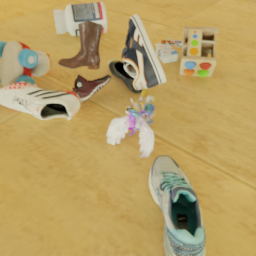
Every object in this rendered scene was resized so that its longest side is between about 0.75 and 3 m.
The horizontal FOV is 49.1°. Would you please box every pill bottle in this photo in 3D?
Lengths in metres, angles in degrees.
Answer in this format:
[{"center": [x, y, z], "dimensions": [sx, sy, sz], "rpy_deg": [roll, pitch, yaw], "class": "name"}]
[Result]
[{"center": [-2.423, -5.491, 14.230], "dimensions": [2.518, 1.506, 1.506], "rpy_deg": [-9, 43, -10], "class": "pill bottle"}]

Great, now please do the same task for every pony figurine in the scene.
[{"center": [0.262, -0.216, 8.463], "dimensions": [1.524, 1.766, 1.830], "rpy_deg": [16, 24, 17], "class": "pony figurine"}]

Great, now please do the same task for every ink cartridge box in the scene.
[{"center": [1.712, -3.442, 12.787], "dimensions": [0.689, 0.397, 1.190], "rpy_deg": [-12, 43, -13], "class": "ink cartridge box"}]

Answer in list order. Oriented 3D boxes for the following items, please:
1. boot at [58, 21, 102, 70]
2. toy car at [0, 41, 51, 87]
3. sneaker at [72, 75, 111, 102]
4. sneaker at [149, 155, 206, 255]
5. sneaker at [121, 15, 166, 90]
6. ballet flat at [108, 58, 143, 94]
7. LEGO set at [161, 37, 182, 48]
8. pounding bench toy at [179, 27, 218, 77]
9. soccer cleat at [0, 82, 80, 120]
[{"center": [-1.464, -2.519, 8.403], "dimensions": [1.357, 1.456, 0.468], "rpy_deg": [2, 37, -5], "class": "boot"}, {"center": [-3.816, -2.349, 11.022], "dimensions": [1.937, 1.858, 2.101], "rpy_deg": [22, 19, 32], "class": "toy car"}, {"center": [-1.373, -1.680, 10.133], "dimensions": [1.507, 0.870, 0.570], "rpy_deg": [-42, 17, -17], "class": "sneaker"}, {"center": [1.216, 1.613, 6.565], "dimensions": [1.127, 1.254, 2.904], "rpy_deg": [-6, 42, -6], "class": "sneaker"}, {"center": [0.267, -2.470, 9.063], "dimensions": [1.104, 1.090, 2.780], "rpy_deg": [-22, 62, 9], "class": "sneaker"}, {"center": [-0.075, -2.247, 11.240], "dimensions": [0.821, 0.702, 2.470], "rpy_deg": [-21, 46, -22], "class": "ballet flat"}, {"center": [2.483, -3.886, 12.804], "dimensions": [1.932, 0.474, 1.443], "rpy_deg": [7, 15, 5], "class": "LEGO set"}, {"center": [2.832, -2.815, 11.548], "dimensions": [1.304, 2.099, 1.637], "rpy_deg": [6, 74, 8], "class": "pounding bench toy"}, {"center": [-3.126, -0.832, 9.485], "dimensions": [2.952, 1.013, 1.257], "rpy_deg": [7, 37, 1], "class": "soccer cleat"}]
